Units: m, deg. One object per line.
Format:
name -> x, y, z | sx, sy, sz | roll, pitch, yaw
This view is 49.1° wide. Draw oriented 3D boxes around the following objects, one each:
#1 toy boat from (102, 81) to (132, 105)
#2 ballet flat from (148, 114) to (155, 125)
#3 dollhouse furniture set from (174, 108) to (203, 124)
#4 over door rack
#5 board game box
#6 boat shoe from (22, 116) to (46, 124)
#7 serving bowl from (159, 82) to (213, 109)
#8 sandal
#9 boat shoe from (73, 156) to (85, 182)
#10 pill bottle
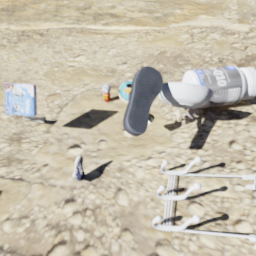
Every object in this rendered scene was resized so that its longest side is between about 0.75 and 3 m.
toy boat -> -0.226, -1.469, 11.491 | 1.661, 0.772, 1.396 | -6, 43, -7
ballet flat -> 0.624, -0.341, 9.461 | 0.374, 1.103, 0.399 | -34, 55, 14
dollhouse furniture set -> 2.242, -0.373, 10.404 | 0.877, 0.748, 0.428 | 11, 45, -8
over door rack -> 2.222, 1.886, 7.612 | 2.863, 0.954, 2.115 | 8, 43, 9
board game box -> -3.416, -0.895, 8.923 | 0.987, 0.992, 0.215 | 3, 10, 9
boat shoe -> -3.448, -0.344, 10.328 | 0.824, 0.276, 0.235 | 11, 78, -13
serving bowl -> 1.875, -1.011, 9.452 | 1.840, 1.840, 0.605 | 9, 86, 10
sandal -> 0.340, -0.861, 8.234 | 0.938, 0.528, 2.466 | 34, 58, -18
boat shoe -> -1.412, 1.232, 8.377 | 0.354, 0.763, 0.285 | 24, 20, 36
pill bottle -> 3.650, -1.635, 11.123 | 2.665, 1.516, 1.516 | -8, 42, -9
